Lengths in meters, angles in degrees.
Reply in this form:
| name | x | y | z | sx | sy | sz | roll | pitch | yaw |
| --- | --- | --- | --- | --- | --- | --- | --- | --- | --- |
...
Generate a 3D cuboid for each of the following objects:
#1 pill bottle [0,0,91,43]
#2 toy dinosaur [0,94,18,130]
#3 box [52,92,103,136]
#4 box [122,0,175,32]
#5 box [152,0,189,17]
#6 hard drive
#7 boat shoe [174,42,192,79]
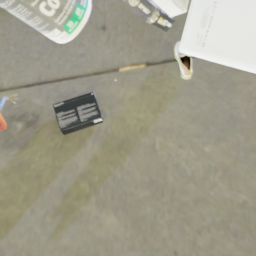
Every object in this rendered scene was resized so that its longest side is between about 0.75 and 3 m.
| name | x | y | z | sx | sy | sz | roll | pitch | yaw |
| --- | --- | --- | --- | --- | --- | --- | --- | --- | --- |
| pill bottle | -2.363 | -3.370 | 6.640 | 1.570 | 2.776 | 1.570 | -16 | 63 | 35 |
| toy dinosaur | -3.220 | -0.498 | 6.273 | 0.823 | 1.568 | 1.423 | -10 | 110 | 12 |
| box | -1.481 | -0.428 | 8.341 | 1.275 | 0.503 | 0.900 | -18 | 75 | -6 |
| box | 0.199 | -2.547 | 5.595 | 1.404 | 1.132 | 0.345 | 46 | 112 | 13 |
| box | 0.976 | -4.108 | 6.823 | 1.195 | 0.978 | 2.516 | 20 | 82 | -35 |
| hard drive | 2.305 | -2.311 | 6.135 | 0.365 | 2.736 | 1.804 | 1 | 112 | -31 |
| boat shoe | 1.822 | -2.261 | 9.009 | 0.502 | 0.460 | 1.344 | -11 | 71 | -4 |
